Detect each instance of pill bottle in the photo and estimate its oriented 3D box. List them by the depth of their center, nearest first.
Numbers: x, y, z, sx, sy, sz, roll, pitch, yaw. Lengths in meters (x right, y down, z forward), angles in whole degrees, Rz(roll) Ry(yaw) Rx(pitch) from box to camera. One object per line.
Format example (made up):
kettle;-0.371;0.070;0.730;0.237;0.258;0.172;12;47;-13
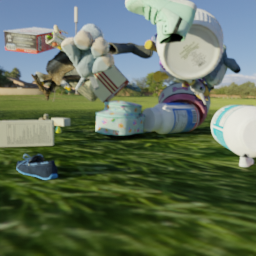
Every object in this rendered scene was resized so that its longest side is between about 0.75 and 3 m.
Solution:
pill bottle;3.387;0.065;8.218;1.428;1.428;2.578;0;6;5
pill bottle;1.968;-0.459;13.287;2.605;1.462;1.462;-4;7;-32

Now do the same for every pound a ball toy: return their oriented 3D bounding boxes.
pound a ball toy;-1.986;-2.574;8.290;0.596;0.389;0.915;-19;-18;29

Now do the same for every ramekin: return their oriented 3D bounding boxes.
ramekin;1.746;-2.274;7.887;1.918;1.918;1.007;1;32;8

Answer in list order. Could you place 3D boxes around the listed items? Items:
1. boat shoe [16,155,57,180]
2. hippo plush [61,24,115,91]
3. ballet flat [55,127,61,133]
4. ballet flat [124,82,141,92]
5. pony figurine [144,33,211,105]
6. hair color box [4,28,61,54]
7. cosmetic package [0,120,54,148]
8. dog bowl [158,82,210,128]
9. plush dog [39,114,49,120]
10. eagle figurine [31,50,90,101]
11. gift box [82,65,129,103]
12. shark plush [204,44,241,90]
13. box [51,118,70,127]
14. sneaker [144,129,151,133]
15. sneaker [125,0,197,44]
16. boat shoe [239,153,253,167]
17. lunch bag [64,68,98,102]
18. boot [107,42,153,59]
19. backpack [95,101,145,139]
boat shoe;-1.920;0.780;6.007;1.276;0.438;0.537;4;7;33
hippo plush;-0.920;-2.204;8.085;1.401;1.759;1.414;2;45;18
ballet flat;-3.392;0.125;13.697;0.279;0.278;0.831;21;3;-15
ballet flat;0.115;-2.311;15.331;1.303;0.484;0.484;14;9;12
pony figurine;1.930;-2.365;10.484;2.428;2.814;2.915;-33;-34;33
hair color box;-3.031;-2.885;9.159;1.068;0.616;1.927;9;23;7
cosmetic package;-3.475;0.183;9.695;1.746;0.918;0.621;0;4;-11
dog bowl;2.801;-0.970;14.229;2.677;2.677;0.987;2;47;15
plush dog;-5.422;-0.408;17.896;0.827;0.664;0.711;-30;4;31
eagle figurine;-2.198;-1.745;9.482;1.834;1.384;1.391;-39;5;-16
gift box;-1.146;-2.109;12.275;1.802;1.683;1.663;-41;1;4
shark plush;2.878;-2.673;9.569;1.167;2.803;1.273;11;-18;-34
box;-4.155;-0.366;17.264;1.189;0.462;0.565;5;7;39
sneaker;0.405;-0.114;13.456;1.673;0.737;0.630;-5;9;-33
sneaker;0.599;-2.400;6.189;1.637;0.965;0.602;15;-13;14
boat shoe;2.919;0.767;6.951;0.291;0.277;0.808;4;7;38
lunch bag;-1.982;-2.900;14.112;2.465;2.067;1.717;40;-15;3
boot;0.023;-3.797;13.615;1.809;0.722;1.989;20;19;29
backpack;-0.373;-0.330;11.712;1.822;1.589;2.073;9;15;25
